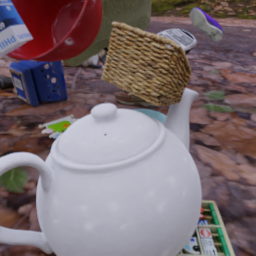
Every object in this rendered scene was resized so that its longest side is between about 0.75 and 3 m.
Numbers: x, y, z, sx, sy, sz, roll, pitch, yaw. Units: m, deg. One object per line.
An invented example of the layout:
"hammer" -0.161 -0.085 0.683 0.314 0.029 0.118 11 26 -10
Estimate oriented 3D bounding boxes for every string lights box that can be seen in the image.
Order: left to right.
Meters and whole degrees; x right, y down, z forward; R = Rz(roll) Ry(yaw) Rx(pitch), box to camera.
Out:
"string lights box" -2.528 -2.089 4.707 0.912 1.775 0.523 -23 18 18

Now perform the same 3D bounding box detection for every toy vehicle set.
"toy vehicle set" 0.968 1.785 4.279 1.116 0.238 1.796 1 26 1

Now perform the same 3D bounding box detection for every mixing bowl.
"mixing bowl" -1.442 -2.331 5.743 2.427 2.427 1.315 15 -1 27

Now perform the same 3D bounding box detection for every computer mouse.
"computer mouse" 0.670 -1.974 7.827 2.947 0.646 1.616 -25 55 -23

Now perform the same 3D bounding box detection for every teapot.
"teapot" -0.260 0.637 4.266 2.734 2.023 2.770 -4 27 14

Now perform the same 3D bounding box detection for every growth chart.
"growth chart" -1.565 0.054 7.940 1.842 0.163 1.333 20 33 36

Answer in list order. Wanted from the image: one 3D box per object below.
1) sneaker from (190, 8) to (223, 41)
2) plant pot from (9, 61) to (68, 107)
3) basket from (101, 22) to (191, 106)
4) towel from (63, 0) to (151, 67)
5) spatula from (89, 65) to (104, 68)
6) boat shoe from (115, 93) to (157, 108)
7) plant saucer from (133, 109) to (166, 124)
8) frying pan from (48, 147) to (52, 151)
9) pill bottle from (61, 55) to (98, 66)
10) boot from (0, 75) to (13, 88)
"sneaker" 2.072 -2.733 7.328 1.056 0.367 0.525 43 47 -5
"plant pot" -3.264 -1.727 10.047 1.436 1.597 1.597 -27 37 -33
"basket" 0.350 -0.999 4.332 1.256 0.935 0.896 29 26 32
"towel" -0.702 -2.907 7.670 2.983 2.213 0.544 -26 68 -1
"spatula" -1.151 -3.001 14.128 2.159 0.222 0.610 18 30 33
"boat shoe" 0.321 -1.139 9.874 1.641 0.589 0.621 8 27 16
"plant saucer" 0.287 -0.098 7.499 2.119 0.408 2.119 -3 26 1
"frying pan" -1.446 0.652 6.691 0.784 0.211 1.296 -9 31 -19
"pill bottle" -2.587 -3.780 14.829 1.812 0.993 0.993 6 27 13
"boot" -4.996 -2.045 11.968 1.260 0.501 1.447 -16 37 -37
